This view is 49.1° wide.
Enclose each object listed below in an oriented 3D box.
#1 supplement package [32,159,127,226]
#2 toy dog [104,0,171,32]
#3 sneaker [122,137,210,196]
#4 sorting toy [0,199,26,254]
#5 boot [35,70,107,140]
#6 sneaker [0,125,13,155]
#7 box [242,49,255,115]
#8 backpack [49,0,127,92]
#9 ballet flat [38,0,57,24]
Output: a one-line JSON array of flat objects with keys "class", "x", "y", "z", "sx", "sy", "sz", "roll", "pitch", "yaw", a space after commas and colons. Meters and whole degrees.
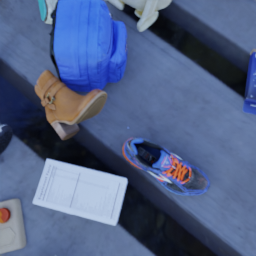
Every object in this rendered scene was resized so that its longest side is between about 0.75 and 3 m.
[{"class": "supplement package", "x": -1.250, "y": 1.777, "z": 7.820, "sx": 2.234, "sy": 1.224, "sz": 1.271, "roll": 14, "pitch": 76, "yaw": 4}, {"class": "toy dog", "x": 0.220, "y": -5.005, "z": 9.377, "sx": 2.546, "sy": 1.776, "sz": 2.468, "roll": 41, "pitch": 66, "yaw": 10}, {"class": "sneaker", "x": 1.055, "y": 1.122, "z": 8.067, "sx": 2.781, "sy": 1.091, "sz": 1.048, "roll": 26, "pitch": 78, "yaw": 7}, {"class": "sorting toy", "x": -3.720, "y": 3.184, "z": 7.947, "sx": 1.522, "sy": 0.274, "sz": 2.043, "roll": -13, "pitch": 76, "yaw": -3}, {"class": "boot", "x": -1.763, "y": -0.939, "z": 8.113, "sx": 0.938, "sy": 2.445, "sz": 1.898, "roll": -26, "pitch": 82, "yaw": -41}, {"class": "sneaker", "x": -4.647, "y": 0.720, "z": 8.257, "sx": 1.073, "sy": 0.929, "sz": 2.591, "roll": 41, "pitch": 79, "yaw": 10}, {"class": "box", "x": 4.561, "y": -1.434, "z": 9.130, "sx": 1.331, "sy": 0.356, "sz": 2.197, "roll": 13, "pitch": 77, "yaw": 3}, {"class": "backpack", "x": -1.127, "y": -2.469, "z": 8.210, "sx": 2.199, "sy": 2.621, "sz": 2.129, "roll": -3, "pitch": 74, "yaw": -1}, {"class": "ballet flat", "x": -2.838, "y": -4.815, "z": 9.886, "sx": 0.837, "sy": 0.905, "sz": 2.684, "roll": -9, "pitch": 78, "yaw": -31}]
